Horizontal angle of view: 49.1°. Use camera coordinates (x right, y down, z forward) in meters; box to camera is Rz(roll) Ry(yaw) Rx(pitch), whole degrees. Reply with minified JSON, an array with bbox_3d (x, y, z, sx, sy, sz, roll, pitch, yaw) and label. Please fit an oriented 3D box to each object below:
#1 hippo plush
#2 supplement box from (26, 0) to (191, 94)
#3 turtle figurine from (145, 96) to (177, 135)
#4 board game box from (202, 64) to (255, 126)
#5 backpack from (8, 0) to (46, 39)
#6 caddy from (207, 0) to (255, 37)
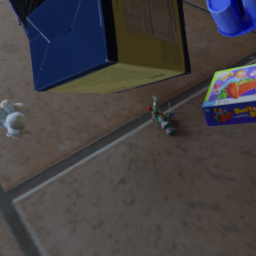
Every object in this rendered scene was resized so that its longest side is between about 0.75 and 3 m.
[{"bbox_3d":[-2.484,-0.068,5.894,0.730,0.916,0.737,-6,28,-28],"label":"hippo plush"},{"bbox_3d":[-0.323,-1.412,4.779,1.955,1.313,1.957,-5,-1,-45],"label":"supplement box"},{"bbox_3d":[0.998,-0.366,8.231,0.892,0.600,1.191,21,34,-40],"label":"turtle figurine"},{"bbox_3d":[3.120,-0.859,6.263,2.531,0.567,1.702,-6,34,33],"label":"board game box"},{"bbox_3d":[-1.770,-3.483,7.525,2.597,2.838,2.086,-28,12,12],"label":"backpack"},{"bbox_3d":[3.303,-3.766,8.203,1.710,1.270,2.419,-21,48,35],"label":"caddy"}]
